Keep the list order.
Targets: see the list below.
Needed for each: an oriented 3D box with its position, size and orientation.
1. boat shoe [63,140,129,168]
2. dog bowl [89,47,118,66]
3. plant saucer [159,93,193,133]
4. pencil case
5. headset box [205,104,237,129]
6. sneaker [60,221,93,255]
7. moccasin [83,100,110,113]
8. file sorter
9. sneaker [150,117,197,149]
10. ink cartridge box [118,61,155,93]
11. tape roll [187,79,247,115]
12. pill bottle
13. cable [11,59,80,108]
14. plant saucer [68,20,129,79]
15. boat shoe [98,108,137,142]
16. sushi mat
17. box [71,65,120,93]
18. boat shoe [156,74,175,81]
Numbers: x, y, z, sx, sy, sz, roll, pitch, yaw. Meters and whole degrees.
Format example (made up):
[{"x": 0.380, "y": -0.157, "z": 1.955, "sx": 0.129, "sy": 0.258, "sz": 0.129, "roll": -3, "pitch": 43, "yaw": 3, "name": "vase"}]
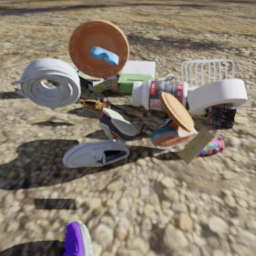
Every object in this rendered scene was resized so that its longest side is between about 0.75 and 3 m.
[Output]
[{"x": -0.843, "y": 0.756, "z": 7.786, "sx": 1.874, "sy": 0.690, "sz": 0.613, "roll": -17, "pitch": 36, "yaw": -27, "name": "boat shoe"}, {"x": -0.813, "y": -2.469, "z": 9.616, "sx": 1.030, "sy": 0.255, "sz": 0.574, "roll": 21, "pitch": -4, "yaw": -7, "name": "dog bowl"}, {"x": 1.304, "y": -0.435, "z": 7.374, "sx": 1.285, "sy": 0.207, "sz": 1.285, "roll": 40, "pitch": 23, "yaw": -21, "name": "plant saucer"}, {"x": 2.281, "y": 0.564, "z": 8.360, "sx": 1.089, "sy": 0.481, "sz": 0.481, "roll": -4, "pitch": 31, "yaw": -7, "name": "pencil case"}, {"x": 3.194, "y": -0.450, "z": 9.754, "sx": 1.001, "sy": 0.745, "sz": 0.387, "roll": 11, "pitch": 32, "yaw": 16, "name": "headset box"}, {"x": -1.087, "y": 2.541, "z": 4.769, "sx": 1.080, "sy": 0.755, "sz": 2.171, "roll": -9, "pitch": 33, "yaw": -14, "name": "sneaker"}, {"x": -1.110, "y": -0.787, "z": 9.806, "sx": 0.950, "sy": 0.367, "sz": 0.347, "roll": 18, "pitch": 69, "yaw": 10, "name": "moccasin"}, {"x": 3.171, "y": -2.093, "z": 11.421, "sx": 1.445, "sy": 1.296, "sz": 2.082, "roll": -7, "pitch": 14, "yaw": -10, "name": "file sorter"}, {"x": 1.177, "y": 0.078, "z": 7.979, "sx": 1.904, "sy": 0.680, "sz": 0.761, "roll": -4, "pitch": 53, "yaw": -48, "name": "sneaker"}, {"x": 0.421, "y": -2.169, "z": 12.524, "sx": 1.429, "sy": 0.816, "sz": 2.752, "roll": 4, "pitch": 31, "yaw": 5, "name": "ink cartridge box"}, {"x": 3.056, "y": -1.023, "z": 9.716, "sx": 1.924, "sy": 0.673, "sz": 1.924, "roll": -9, "pitch": -10, "yaw": -2, "name": "tape roll"}, {"x": 1.195, "y": -1.218, "z": 10.647, "sx": 1.980, "sy": 1.147, "sz": 1.147, "roll": 5, "pitch": 31, "yaw": 9, "name": "pill bottle"}, {"x": -2.361, "y": -1.308, "z": 8.566, "sx": 1.745, "sy": 1.746, "sz": 0.604, "roll": -23, "pitch": 50, "yaw": 19, "name": "cable"}, {"x": -1.207, "y": -3.257, "z": 11.650, "sx": 2.500, "sy": 2.500, "sz": 0.468, "roll": 0, "pitch": 38, "yaw": 1, "name": "plant saucer"}, {"x": -0.383, "y": 0.017, "z": 8.090, "sx": 0.742, "sy": 0.652, "sz": 2.084, "roll": 19, "pitch": 11, "yaw": -28, "name": "boat shoe"}, {"x": 1.563, "y": 0.419, "z": 6.455, "sx": 0.899, "sy": 0.054, "sz": 0.430, "roll": -47, "pitch": 38, "yaw": 7, "name": "sushi mat"}, {"x": -1.731, "y": -2.489, "z": 13.405, "sx": 1.490, "sy": 0.470, "sz": 2.707, "roll": -21, "pitch": 37, "yaw": -31, "name": "box"}, {"x": 1.701, "y": -2.088, "z": 12.657, "sx": 1.121, "sy": 0.403, "sz": 0.363, "roll": -24, "pitch": 62, "yaw": -28, "name": "boat shoe"}]
